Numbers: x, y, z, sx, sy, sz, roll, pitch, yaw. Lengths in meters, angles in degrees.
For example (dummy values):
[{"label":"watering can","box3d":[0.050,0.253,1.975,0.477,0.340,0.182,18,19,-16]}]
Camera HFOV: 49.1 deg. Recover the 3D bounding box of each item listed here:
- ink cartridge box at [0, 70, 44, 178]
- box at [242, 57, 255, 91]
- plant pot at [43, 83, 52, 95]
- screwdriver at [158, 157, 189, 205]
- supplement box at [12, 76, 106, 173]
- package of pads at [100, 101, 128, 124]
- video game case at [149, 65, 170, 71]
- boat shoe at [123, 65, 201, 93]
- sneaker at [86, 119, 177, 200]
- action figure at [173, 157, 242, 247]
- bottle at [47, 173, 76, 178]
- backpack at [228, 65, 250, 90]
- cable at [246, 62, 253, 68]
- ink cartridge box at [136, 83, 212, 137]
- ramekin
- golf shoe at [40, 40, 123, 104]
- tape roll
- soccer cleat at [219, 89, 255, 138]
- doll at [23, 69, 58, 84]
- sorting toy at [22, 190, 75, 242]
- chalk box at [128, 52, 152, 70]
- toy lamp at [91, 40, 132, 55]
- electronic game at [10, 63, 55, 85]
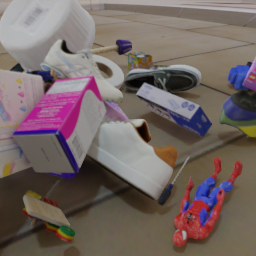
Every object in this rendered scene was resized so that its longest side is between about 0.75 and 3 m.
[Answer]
[{"label":"ink cartridge box","box3d":[-2.717,-0.002,4.445,1.676,1.721,2.677,-5,4,15]},{"label":"box","box3d":[5.275,-1.827,9.609,2.049,0.585,2.994,28,42,14]},{"label":"plant pot","box3d":[-2.273,-0.129,6.675,1.381,1.592,1.592,-16,29,5]},{"label":"screwdriver","box3d":[0.797,0.911,4.905,0.143,0.983,0.137,28,0,-18]},{"label":"supplement box","box3d":[-1.112,-0.118,5.024,0.885,0.867,1.713,-2,38,20]},{"label":"package of pads","box3d":[-0.698,-0.434,7.309,0.748,1.191,1.976,-47,33,8]},{"label":"video game case","box3d":[1.502,-2.132,11.267,1.458,0.288,1.609,9,30,16]},{"label":"boat shoe","box3d":[1.126,-1.536,9.741,2.706,0.975,0.960,0,35,24]},{"label":"sneaker","box3d":[-0.282,0.253,5.821,2.908,1.059,1.231,27,78,29]},{"label":"action figure","box3d":[1.346,1.233,4.888,0.680,0.537,2.079,13,40,36]},{"label":"bottle","box3d":[-1.758,0.679,6.061,1.418,0.463,0.592,11,33,18]},{"label":"backpack","box3d":[4.119,-1.794,10.255,0.759,0.735,0.905,1,39,2]},{"label":"cable","box3d":[5.452,-2.084,10.852,1.722,0.536,2.110,11,29,7]},{"label":"ink cartridge box","box3d":[1.208,-0.533,7.658,2.047,0.962,0.452,32,83,44]},{"label":"ramekin","box3d":[-2.562,-3.052,8.663,2.809,1.369,2.809,-8,65,18]},{"label":"golf shoe","box3d":[-0.915,-1.237,6.182,1.999,0.972,0.782,27,12,1]},{"label":"tape roll","box3d":[-1.062,-1.984,10.186,1.846,0.337,1.846,14,44,-15]},{"label":"soccer cleat","box3d":[3.586,-0.088,7.025,2.671,1.117,0.863,20,43,-4]},{"label":"doll","box3d":[-1.891,-1.098,5.917,0.770,0.526,0.187,2,67,12]},{"label":"sorting toy","box3d":[-1.375,1.400,4.502,0.697,0.244,1.445,33,-8,-26]},{"label":"chalk box","box3d":[0.445,-2.879,12.197,0.713,0.708,1.142,-14,31,-24]},{"label":"toy lamp","box3d":[-0.997,-3.355,12.038,2.387,0.695,0.695,-14,32,-17]},{"label":"electronic game","box3d":[-3.013,-1.644,9.414,2.750,0.572,2.750,-8,48,9]}]
